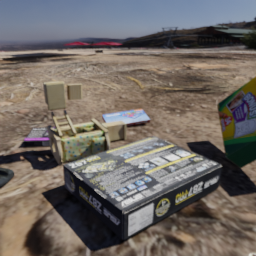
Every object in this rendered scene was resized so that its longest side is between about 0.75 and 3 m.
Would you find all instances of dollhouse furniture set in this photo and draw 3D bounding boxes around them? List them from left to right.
[{"bbox_3d":[-1.058,-0.338,8.428,2.529,2.237,1.406,-10,23,-24],"label":"dollhouse furniture set"}]

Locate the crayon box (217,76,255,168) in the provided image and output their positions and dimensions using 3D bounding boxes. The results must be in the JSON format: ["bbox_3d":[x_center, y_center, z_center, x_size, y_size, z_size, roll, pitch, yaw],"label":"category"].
[{"bbox_3d":[3.672,-0.407,7.903,0.721,2.135,2.474,34,38,-18],"label":"crayon box"}]

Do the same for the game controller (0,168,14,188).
[{"bbox_3d":[-3.661,1.234,7.107,1.452,0.306,0.757,6,36,17],"label":"game controller"}]

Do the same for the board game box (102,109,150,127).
[{"bbox_3d":[-0.092,-0.354,11.078,1.720,0.167,0.885,-10,37,-17],"label":"board game box"}]

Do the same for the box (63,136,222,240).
[{"bbox_3d":[0.327,1.131,6.630,2.971,0.730,2.395,-16,27,-36],"label":"box"}]

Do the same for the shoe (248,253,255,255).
[{"bbox_3d":[2.486,2.284,3.851,1.778,0.475,0.622,13,24,32],"label":"shoe"}]

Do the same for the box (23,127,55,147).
[{"bbox_3d":[-2.945,0.290,9.638,0.934,0.236,1.306,-1,21,-4],"label":"box"}]
